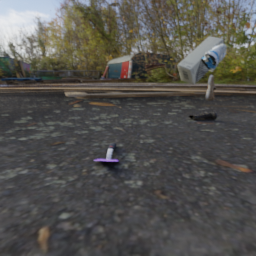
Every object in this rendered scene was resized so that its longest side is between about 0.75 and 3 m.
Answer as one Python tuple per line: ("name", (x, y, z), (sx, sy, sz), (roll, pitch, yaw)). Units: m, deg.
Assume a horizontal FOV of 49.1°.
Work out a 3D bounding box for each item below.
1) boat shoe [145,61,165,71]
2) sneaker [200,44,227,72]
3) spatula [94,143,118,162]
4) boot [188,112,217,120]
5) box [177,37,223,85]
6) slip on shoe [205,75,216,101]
("boat shoe", (1.260, -2.987, 13.322), (1.081, 0.380, 0.380), (-3, 3, 35))
("sneaker", (2.836, -2.296, 9.056), (0.695, 0.601, 1.603), (-43, -1, 5))
("spatula", (-0.563, 0.775, 8.787), (0.666, 0.242, 2.355), (2, 12, 3))
("boot", (3.929, -0.587, 14.788), (1.092, 0.434, 1.255), (-7, 4, -25))
("box", (3.613, -3.323, 13.743), (2.514, 1.033, 0.859), (-44, 45, -15))
("slip on shoe", (3.759, -1.789, 12.562), (0.366, 1.208, 0.459), (7, -20, 26))
